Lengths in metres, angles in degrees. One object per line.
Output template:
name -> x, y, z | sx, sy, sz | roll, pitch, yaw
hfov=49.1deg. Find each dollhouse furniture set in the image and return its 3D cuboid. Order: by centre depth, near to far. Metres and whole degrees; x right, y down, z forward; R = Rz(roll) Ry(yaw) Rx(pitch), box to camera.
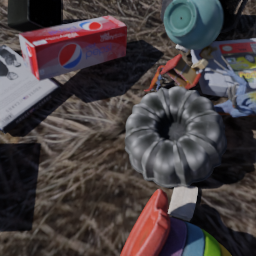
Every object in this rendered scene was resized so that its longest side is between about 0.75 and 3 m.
dollhouse furniture set -> 1.769, -1.936, 8.071 | 0.878, 0.663, 1.631 | 41, 66, -15

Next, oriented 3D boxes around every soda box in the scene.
soda box -> -1.453, -2.350, 8.045 | 2.983, 1.044, 0.946 | -26, 48, -31

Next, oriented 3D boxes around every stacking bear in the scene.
stacking bear -> 1.383, 2.693, 5.160 | 2.835, 1.722, 1.612 | 31, 99, 1

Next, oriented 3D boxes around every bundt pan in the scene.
bundt pan -> 1.086, 0.080, 6.776 | 2.594, 0.973, 2.594 | -5, 65, 11

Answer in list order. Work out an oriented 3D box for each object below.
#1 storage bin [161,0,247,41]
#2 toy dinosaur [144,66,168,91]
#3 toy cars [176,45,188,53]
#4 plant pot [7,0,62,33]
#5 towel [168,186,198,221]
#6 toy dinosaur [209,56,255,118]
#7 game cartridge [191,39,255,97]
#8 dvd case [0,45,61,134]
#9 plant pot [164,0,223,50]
storage bin -> 2.382, -3.904, 9.019 | 2.361, 1.596, 1.107 | -15, 65, -8
toy dinosaur -> 0.878, -1.438, 8.147 | 0.428, 0.741, 0.816 | 12, 15, 40
toy cars -> 1.642, -2.735, 8.766 | 0.407, 0.909, 0.201 | -32, 19, -12
plant pot -> -3.069, -3.687, 8.974 | 1.249, 1.407, 1.404 | -5, 85, 29
towel -> 1.297, 1.717, 6.605 | 0.564, 0.147, 0.852 | 15, 60, 8
toy dinosaur -> 3.016, -0.454, 6.992 | 2.944, 2.671, 1.546 | 53, 42, -4
game cartridge -> 3.568, -1.841, 8.538 | 2.942, 0.601, 1.958 | -6, 63, -4
dvd case -> -3.622, -1.258, 8.229 | 2.697, 0.334, 2.027 | 37, 64, 21
plant pot -> 1.575, -2.844, 7.369 | 1.524, 1.524, 1.021 | 42, 34, 22
